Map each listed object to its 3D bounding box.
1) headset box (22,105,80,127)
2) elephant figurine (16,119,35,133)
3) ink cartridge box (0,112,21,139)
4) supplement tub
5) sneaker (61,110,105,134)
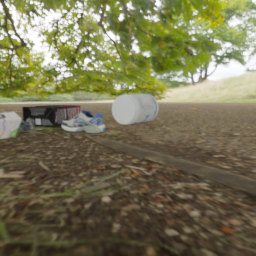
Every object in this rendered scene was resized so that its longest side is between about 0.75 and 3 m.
[{"bbox_3d":[-3.793,-0.675,14.468,1.925,0.972,2.590,3,8,23],"label":"headset box"},{"bbox_3d":[-4.302,-0.041,11.395,0.889,0.629,0.689,-16,-20,-5],"label":"elephant figurine"},{"bbox_3d":[-4.552,-0.043,9.679,0.490,0.853,1.457,40,26,23],"label":"ink cartridge box"},{"bbox_3d":[0.423,-1.027,15.028,1.558,1.558,2.361,5,10,37],"label":"supplement tub"},{"bbox_3d":[-1.895,-0.302,11.807,2.152,0.917,0.829,3,8,25],"label":"sneaker"}]
